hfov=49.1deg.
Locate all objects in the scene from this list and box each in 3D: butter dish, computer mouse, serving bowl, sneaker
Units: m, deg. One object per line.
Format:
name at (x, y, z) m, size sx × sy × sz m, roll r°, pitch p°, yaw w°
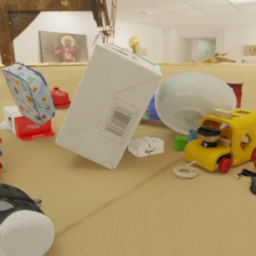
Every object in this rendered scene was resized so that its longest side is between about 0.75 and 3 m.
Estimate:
butter dish at (-3.517, -1.552, 13.822) m, size 1.360 × 1.008 × 1.364 m, roll 2°, pitch 17°, yaw 8°
computer mouse at (2.739, 1.130, 6.177) m, size 0.722 × 0.237 × 1.029 m, roll 10°, pitch 19°, yaw 27°
serving bowl at (2.012, -0.514, 8.740) m, size 2.532 × 2.532 × 0.833 m, roll 5°, pitch 53°, yaw 17°
sneaker at (-2.311, 1.465, 4.075) m, size 2.279 × 0.860 × 1.297 m, roll -1°, pitch 15°, yaw -23°

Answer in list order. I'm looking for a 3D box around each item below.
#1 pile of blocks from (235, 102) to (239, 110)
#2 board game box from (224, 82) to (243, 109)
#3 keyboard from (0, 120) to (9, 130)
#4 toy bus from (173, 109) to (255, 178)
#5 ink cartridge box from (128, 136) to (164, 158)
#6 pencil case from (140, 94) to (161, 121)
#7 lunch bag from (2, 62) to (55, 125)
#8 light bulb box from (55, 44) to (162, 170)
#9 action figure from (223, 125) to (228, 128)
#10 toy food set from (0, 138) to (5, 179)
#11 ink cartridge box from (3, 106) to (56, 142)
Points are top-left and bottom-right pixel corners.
pile of blocks at (3.283, -0.869, 10.152) m, size 0.847 × 1.119 × 2.726 m, roll -7°, pitch -6°, yaw -5°
board game box at (3.621, -1.402, 12.556) m, size 2.785 × 1.434 × 0.271 m, roll 10°, pitch 24°, yaw 31°
keyboard at (-4.563, -0.318, 11.232) m, size 0.659 × 0.125 × 2.342 m, roll 3°, pitch 18°, yaw -9°
toy bus at (2.469, 0.203, 7.324) m, size 2.474 × 1.355 × 2.622 m, roll 2°, pitch 17°, yaw 8°
ink cartridge box at (0.498, 0.520, 8.005) m, size 0.855 × 0.363 × 0.623 m, roll -7°, pitch 18°, yaw -25°
pencil case at (1.072, -0.841, 10.638) m, size 2.828 × 1.104 × 1.228 m, roll 3°, pitch -27°, yaw 37°
lunch bag at (-3.034, -1.071, 8.554) m, size 1.506 × 1.879 × 0.710 m, roll 28°, pitch 51°, yaw 28°
light bulb box at (-0.414, -0.768, 7.706) m, size 1.678 × 2.665 × 2.689 m, roll 26°, pitch 18°, yaw -3°
action figure at (3.598, -0.045, 9.872) m, size 0.568 × 0.449 × 1.737 m, roll -10°, pitch 22°, yaw -39°
toy food set at (-3.090, 0.759, 6.463) m, size 0.593 × 0.629 × 1.318 m, roll -8°, pitch 35°, yaw -39°
ink cartridge box at (-3.479, -0.242, 9.835) m, size 1.206 × 0.698 × 2.076 m, roll -13°, pitch 24°, yaw -35°
